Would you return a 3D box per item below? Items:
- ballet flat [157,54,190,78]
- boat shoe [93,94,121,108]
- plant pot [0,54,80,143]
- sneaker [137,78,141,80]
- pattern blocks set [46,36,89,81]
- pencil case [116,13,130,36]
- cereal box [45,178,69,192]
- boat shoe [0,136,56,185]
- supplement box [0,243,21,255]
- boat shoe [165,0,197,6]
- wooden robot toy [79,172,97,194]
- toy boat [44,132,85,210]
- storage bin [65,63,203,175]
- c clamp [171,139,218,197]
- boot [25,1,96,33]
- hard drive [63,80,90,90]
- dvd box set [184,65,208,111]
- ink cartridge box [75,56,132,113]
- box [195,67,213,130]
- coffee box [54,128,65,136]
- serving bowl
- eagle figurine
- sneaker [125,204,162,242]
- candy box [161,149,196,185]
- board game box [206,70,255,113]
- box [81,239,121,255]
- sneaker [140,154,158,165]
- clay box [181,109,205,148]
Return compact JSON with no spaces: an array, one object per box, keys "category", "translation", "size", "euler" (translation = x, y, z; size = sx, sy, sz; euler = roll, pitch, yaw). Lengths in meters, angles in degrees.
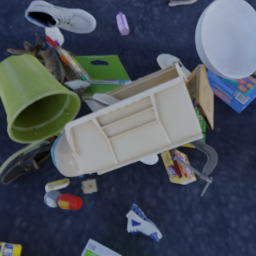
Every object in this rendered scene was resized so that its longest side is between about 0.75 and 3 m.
[{"category":"ballet flat","translation":[1.988,-2.250,10.939],"size":[0.816,0.816,2.273],"euler":[-31,68,-13]},{"category":"boat shoe","translation":[-0.399,-0.617,8.029],"size":[1.299,0.387,0.467],"euler":[16,35,-6]},{"category":"plant pot","translation":[-2.896,-1.010,8.408],"size":[2.213,2.213,2.035],"euler":[-31,69,-14]},{"category":"sneaker","translation":[0.669,-1.080,9.411],"size":[0.700,0.610,1.557],"euler":[-33,60,-17]},{"category":"pattern blocks set","translation":[-2.058,-2.329,9.745],"size":[0.144,1.563,1.779],"euler":[-38,87,9]},{"category":"pencil case","translation":[-0.239,-4.482,12.147],"size":[0.416,0.424,0.992],"euler":[-16,65,-1]},{"category":"cereal box","translation":[-2.254,1.819,8.861],"size":[0.652,0.906,0.179],"euler":[-11,76,-25]},{"category":"boat shoe","translation":[-3.288,1.088,9.325],"size":[0.738,0.834,2.279],"euler":[38,70,21]},{"category":"supplement box","translation":[-4.647,3.865,7.666],"size":[2.723,1.482,1.491],"euler":[3,65,2]},{"category":"boat shoe","translation":[2.517,-6.075,12.707],"size":[1.609,0.746,0.601],"euler":[-16,66,-7]},{"category":"wooden robot toy","translation":[-1.149,0.890,9.364],"size":[1.111,1.078,2.448],"euler":[-6,65,-20]},{"category":"toy boat","translation":[-1.658,1.109,7.738],"size":[1.043,1.887,2.244],"euler":[6,81,19]},{"category":"storage bin","translation":[0.191,-0.343,7.022],"size":[2.841,2.862,1.341],"euler":[-21,104,13]},{"category":"c clamp","translation":[1.675,0.890,7.366],"size":[1.463,0.198,1.249],"euler":[39,115,24]},{"category":"boot","translation":[-2.175,-3.467,9.119],"size":[2.190,0.806,1.047],"euler":[10,37,-9]},{"category":"hard drive","translation":[-1.700,-1.422,9.203],"size":[0.590,0.114,0.895],"euler":[-17,23,-26]},{"category":"dvd box set","translation":[2.159,-1.193,9.326],"size":[0.233,1.161,1.587],"euler":[18,55,43]},{"category":"ink cartridge box","translation":[-0.738,-1.264,9.039],"size":[1.622,2.194,0.831],"euler":[7,62,28]},{"category":"box","translation":[2.438,-0.926,8.872],"size":[0.169,1.302,1.593],"euler":[-13,46,30]},{"category":"coffee box","translation":[-2.792,-0.445,9.887],"size":[1.092,1.094,1.082],"euler":[10,66,5]},{"category":"serving bowl","translation":[3.509,-3.107,10.055],"size":[2.834,0.932,2.834],"euler":[0,91,-23]},{"category":"eagle figurine","translation":[-2.563,-2.276,10.430],"size":[2.863,2.160,2.172],"euler":[31,57,24]},{"category":"sneaker","translation":[0.368,3.084,8.612],"size":[0.759,0.531,1.313],"euler":[-41,65,-13]},{"category":"candy box","translation":[1.606,1.244,8.797],"size":[0.446,1.581,0.922],"euler":[-25,68,18]},{"category":"board game box","translation":[4.410,-2.065,10.926],"size":[2.567,0.578,1.952],"euler":[-40,71,-17]},{"category":"box","translation":[-0.633,4.282,7.807],"size":[1.799,0.870,1.588],"euler":[23,67,10]},{"category":"sneaker","translation":[0.164,0.603,7.515],"size":[1.272,0.563,0.479],"euler":[2,36,25]},{"category":"clay box","translation":[1.576,-0.102,9.997],"size":[2.398,0.571,1.378],"euler":[5,64,5]}]
